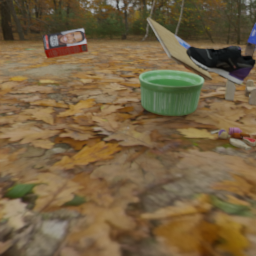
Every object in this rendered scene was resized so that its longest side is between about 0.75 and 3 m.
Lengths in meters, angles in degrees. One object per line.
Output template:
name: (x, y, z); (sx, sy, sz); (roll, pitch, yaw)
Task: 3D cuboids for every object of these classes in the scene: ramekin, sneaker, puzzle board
ramekin: (1.897, -1.611, 12.732); (2.857, 1.395, 2.857); (1, 25, -1)
sneaker: (3.048, -2.338, 9.117); (2.392, 1.047, 0.906); (16, 39, -22)
puzzle board: (1.933, -2.846, 10.446); (2.749, 0.239, 2.071); (13, 44, -45)

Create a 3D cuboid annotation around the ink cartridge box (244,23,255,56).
ink cartridge box: (4.244, -2.928, 9.471); (0.306, 0.650, 1.383); (24, 4, 19)

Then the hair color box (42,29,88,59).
hair color box: (-1.662, -2.232, 7.417); (1.099, 0.336, 0.558); (-12, 64, -6)

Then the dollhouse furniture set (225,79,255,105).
dollhouse furniture set: (6.174, -2.142, 14.160); (2.260, 1.470, 2.076); (6, 23, 15)

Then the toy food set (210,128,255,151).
toy food set: (3.727, 0.267, 9.688); (1.034, 0.256, 1.627); (-13, 25, -30)
